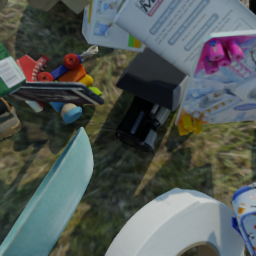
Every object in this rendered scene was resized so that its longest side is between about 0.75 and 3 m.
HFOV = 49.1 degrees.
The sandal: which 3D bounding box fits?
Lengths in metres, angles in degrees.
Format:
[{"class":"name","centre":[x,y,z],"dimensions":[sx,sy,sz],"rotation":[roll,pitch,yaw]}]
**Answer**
[{"class":"sandal","centre":[-2.507,-0.225,4.973],"dimensions":[0.910,2.227,0.608],"rotation":[-36,118,-16]}]

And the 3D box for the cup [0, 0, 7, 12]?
[{"class":"cup","centre":[-3.202,-2.830,4.938],"dimensions":[2.457,2.457,1.757],"rotation":[-37,92,-11]}]

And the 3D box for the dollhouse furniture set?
[{"class":"dollhouse furniture set","centre":[-1.888,-3.058,5.012],"dimensions":[1.148,1.826,2.065],"rotation":[-31,57,23]}]

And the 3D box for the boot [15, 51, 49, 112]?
[{"class":"boot","centre":[-2.526,-1.354,7.690],"dimensions":[1.254,0.630,1.739],"rotation":[-35,72,-12]}]

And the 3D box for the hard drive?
[{"class":"hard drive","centre":[0.816,-1.413,7.097],"dimensions":[1.622,0.509,2.405],"rotation":[25,38,8]}]

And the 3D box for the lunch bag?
[{"class":"lunch bag","centre":[2.127,1.332,3.842],"dimensions":[1.253,1.563,0.591],"rotation":[-19,29,21]}]

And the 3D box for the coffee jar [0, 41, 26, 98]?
[{"class":"coffee jar","centre":[-2.423,-1.278,4.032],"dimensions":[1.966,1.025,0.839],"rotation":[63,38,-20]}]

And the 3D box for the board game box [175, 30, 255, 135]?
[{"class":"board game box","centre":[2.145,-0.579,4.446],"dimensions":[2.449,2.450,0.317],"rotation":[-5,65,-2]}]

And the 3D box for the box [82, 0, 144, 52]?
[{"class":"box","centre":[-0.153,-2.726,5.362],"dimensions":[1.102,1.223,2.175],"rotation":[4,115,-18]}]

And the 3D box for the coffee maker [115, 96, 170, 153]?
[{"class":"coffee maker","centre":[0.267,-0.301,7.238],"dimensions":[1.474,1.033,1.534],"rotation":[20,71,29]}]

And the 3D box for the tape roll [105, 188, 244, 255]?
[{"class":"tape roll","centre":[0.738,2.227,4.184],"dimensions":[2.655,0.485,2.655],"rotation":[-9,106,-32]}]

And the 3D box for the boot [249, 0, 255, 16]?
[{"class":"boot","centre":[2.286,-2.959,5.566],"dimensions":[1.749,2.134,0.790],"rotation":[-9,58,-2]}]

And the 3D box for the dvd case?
[{"class":"dvd case","centre":[-1.618,-0.705,5.698],"dimensions":[1.957,1.455,0.156],"rotation":[4,85,11]}]

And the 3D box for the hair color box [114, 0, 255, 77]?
[{"class":"hair color box","centre":[1.282,-1.660,4.795],"dimensions":[2.777,1.375,0.842],"rotation":[29,33,-22]}]

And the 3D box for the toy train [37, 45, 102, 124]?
[{"class":"toy train","centre":[-1.169,-1.282,7.526],"dimensions":[2.345,0.993,1.357],"rotation":[-38,87,-11]}]

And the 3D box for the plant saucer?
[{"class":"plant saucer","centre":[-1.135,1.130,3.779],"dimensions":[0.446,2.481,2.481],"rotation":[33,74,-10]}]
